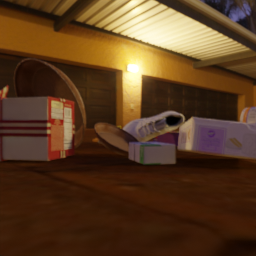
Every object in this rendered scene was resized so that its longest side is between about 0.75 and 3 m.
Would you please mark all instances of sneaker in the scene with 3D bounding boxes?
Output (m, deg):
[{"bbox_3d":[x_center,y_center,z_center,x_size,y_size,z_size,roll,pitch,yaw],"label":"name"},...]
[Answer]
[{"bbox_3d":[0.719,-0.044,8.634,2.186,0.815,0.952,-23,-1,-9],"label":"sneaker"}]

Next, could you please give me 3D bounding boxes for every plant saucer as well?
[{"bbox_3d":[-2.011,-0.637,7.497,2.622,2.622,0.480,1,29,40],"label":"plant saucer"},{"bbox_3d":[-0.255,0.303,6.545,1.262,0.231,1.262,26,18,-9],"label":"plant saucer"}]

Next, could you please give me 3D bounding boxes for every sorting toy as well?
[{"bbox_3d":[-0.242,0.151,10.539,2.744,0.374,1.545,-11,9,27],"label":"sorting toy"}]

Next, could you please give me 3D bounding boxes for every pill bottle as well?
[{"bbox_3d":[5.290,-0.081,9.694,2.420,1.356,1.356,1,1,42],"label":"pill bottle"}]

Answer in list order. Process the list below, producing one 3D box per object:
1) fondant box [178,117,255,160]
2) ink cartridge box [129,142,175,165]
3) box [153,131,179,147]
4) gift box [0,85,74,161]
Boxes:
[{"bbox_3d":[1.671,0.236,5.042,1.356,0.547,1.879,7,-5,5],"label":"fondant box"},{"bbox_3d":[0.427,0.468,5.354,0.632,0.364,0.866,0,1,-19],"label":"ink cartridge box"},{"bbox_3d":[2.239,0.358,9.221,1.667,0.476,2.436,-1,1,-38],"label":"box"},{"bbox_3d":[-2.012,-0.091,5.930,1.439,1.541,1.422,-1,-5,13],"label":"gift box"}]
